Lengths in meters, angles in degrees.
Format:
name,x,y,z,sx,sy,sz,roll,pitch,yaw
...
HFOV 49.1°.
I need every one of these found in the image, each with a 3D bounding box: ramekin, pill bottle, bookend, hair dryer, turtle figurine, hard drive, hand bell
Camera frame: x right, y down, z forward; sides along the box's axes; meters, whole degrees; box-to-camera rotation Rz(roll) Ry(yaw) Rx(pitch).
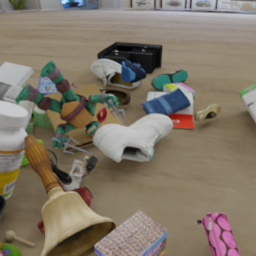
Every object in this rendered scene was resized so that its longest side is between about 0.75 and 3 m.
name,x,y,z,sx,sy,sz,roll,pitch,yaw
ramekin,-2.907,-0.508,10.289,1.132,0.553,1.132,-1,30,0
pill bottle,-4.477,-0.795,8.621,2.727,1.542,1.542,17,28,-8
bookend,0.162,-3.639,15.192,2.822,1.308,2.840,9,31,16
hair dryer,-1.571,1.459,6.460,1.543,0.550,2.026,6,48,1
turtle figurine,-1.543,-0.406,8.060,2.199,2.937,1.479,-51,28,-5
pill bottle,-3.055,0.537,6.478,1.206,2.172,1.206,20,15,-6
hard drive,-4.574,-1.586,10.252,1.311,0.261,1.989,15,56,18
hand bell,-1.515,1.147,5.590,1.433,1.433,2.752,-17,52,-28

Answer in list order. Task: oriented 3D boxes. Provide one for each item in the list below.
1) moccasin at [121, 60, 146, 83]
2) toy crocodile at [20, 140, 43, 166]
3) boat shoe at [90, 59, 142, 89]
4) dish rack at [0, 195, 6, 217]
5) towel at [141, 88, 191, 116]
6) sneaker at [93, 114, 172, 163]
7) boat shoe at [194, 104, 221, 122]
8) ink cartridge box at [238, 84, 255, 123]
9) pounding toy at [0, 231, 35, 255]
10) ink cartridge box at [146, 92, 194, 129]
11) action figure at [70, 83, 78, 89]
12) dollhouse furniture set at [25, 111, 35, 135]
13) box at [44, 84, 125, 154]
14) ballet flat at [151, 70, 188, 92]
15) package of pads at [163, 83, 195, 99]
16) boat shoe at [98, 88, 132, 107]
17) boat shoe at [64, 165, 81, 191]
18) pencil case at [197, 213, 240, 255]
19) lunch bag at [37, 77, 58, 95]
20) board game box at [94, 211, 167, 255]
name,x,y,z,sx,sy,sz,roll,pitch,yaw
moccasin,0.194,-2.281,11.953,0.802,0.946,2.352,-2,25,-12
toy crocodile,-3.569,0.708,7.870,2.365,0.798,0.730,-13,25,-22
boat shoe,-0.824,-2.475,13.492,2.848,1.052,1.214,24,37,20
dish rack,-3.881,1.613,5.097,2.650,0.723,2.033,34,23,-18
towel,1.429,-0.868,10.480,1.672,0.406,0.933,-21,51,-10
sneaker,0.440,0.420,8.189,2.842,1.069,1.258,-14,45,-37
boat shoe,2.974,-0.492,10.021,1.301,0.466,0.495,-26,24,-32
ink cartridge box,5.112,-0.846,9.723,1.752,1.011,2.398,-27,23,20
pounding toy,-2.363,2.331,5.299,0.739,0.444,0.957,12,32,21
ink cartridge box,1.585,-0.738,10.771,1.801,0.532,2.250,3,28,7
action figure,-2.055,-1.653,12.198,1.090,0.539,0.356,33,61,5
dollhouse furniture set,-3.810,-0.345,9.830,0.946,0.725,1.445,-6,30,-11
box,-1.585,-0.443,9.625,2.176,0.283,2.661,-17,50,-24
ballet flat,1.840,-2.215,13.368,2.328,0.864,0.864,-17,33,-32
package of pads,2.193,-1.592,12.374,0.990,0.437,1.281,-10,29,-20
boat shoe,-0.979,-1.268,11.105,2.202,0.813,0.814,-1,-8,6
boat shoe,-1.361,1.310,7.140,0.360,0.354,1.015,22,26,-10
pencil case,1.687,2.162,4.987,0.573,0.592,1.263,-22,42,10
lunch bag,-3.619,-1.792,12.790,0.922,0.576,1.224,-1,41,-5
board game box,0.056,2.236,4.602,0.622,1.285,1.024,26,37,38
